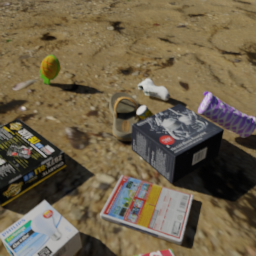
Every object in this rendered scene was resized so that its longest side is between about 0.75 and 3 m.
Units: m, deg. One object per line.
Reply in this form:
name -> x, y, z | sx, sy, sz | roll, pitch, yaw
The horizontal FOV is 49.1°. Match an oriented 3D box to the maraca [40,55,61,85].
maraca -> -3.540, -2.590, 12.555 | 0.783, 1.463, 1.003 | -13, 67, -49

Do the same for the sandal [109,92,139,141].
sandal -> -0.131, -0.628, 10.336 | 1.159, 0.779, 2.886 | -2, 36, -2

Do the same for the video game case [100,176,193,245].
video game case -> 0.513, 2.019, 7.201 | 2.049, 0.179, 1.465 | 13, 38, 17

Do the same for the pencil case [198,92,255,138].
pencil case -> 3.327, -0.429, 9.345 | 1.980, 0.831, 0.846 | 27, 68, -7

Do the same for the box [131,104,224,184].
box -> 1.472, 0.387, 8.676 | 2.088, 1.087, 1.901 | -24, 41, -29

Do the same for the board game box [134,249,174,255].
board game box -> -0.021, 3.132, 5.594 | 2.197, 0.329, 1.050 | -9, 35, -7

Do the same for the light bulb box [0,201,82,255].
light bulb box -> -1.859, 2.453, 6.048 | 1.205, 0.752, 1.194 | 29, 47, 29

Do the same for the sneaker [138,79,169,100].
sneaker -> 1.050, -1.512, 11.781 | 0.652, 0.572, 1.627 | -28, 42, -27

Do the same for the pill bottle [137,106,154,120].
pill bottle -> 0.696, -0.412, 10.039 | 0.427, 0.757, 0.427 | -33, 31, 23

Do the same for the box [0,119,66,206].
box -> -3.539, 0.860, 8.415 | 2.663, 0.657, 2.127 | 28, 43, 33
